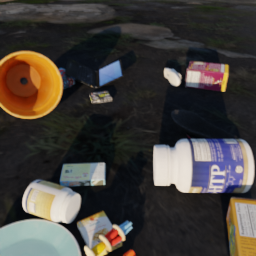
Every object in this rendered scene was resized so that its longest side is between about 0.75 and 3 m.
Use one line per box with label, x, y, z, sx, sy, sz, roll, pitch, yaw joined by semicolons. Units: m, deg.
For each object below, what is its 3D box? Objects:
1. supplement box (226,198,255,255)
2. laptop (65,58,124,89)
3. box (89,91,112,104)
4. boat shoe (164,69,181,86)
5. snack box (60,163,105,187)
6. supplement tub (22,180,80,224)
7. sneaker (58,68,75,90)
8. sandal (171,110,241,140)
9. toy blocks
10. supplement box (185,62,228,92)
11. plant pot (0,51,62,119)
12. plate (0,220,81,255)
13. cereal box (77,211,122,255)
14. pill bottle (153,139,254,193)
supplement box;2.709;2.817;6.010;0.940;0.909;2.732;6;33;12
laptop;-1.767;-3.202;14.731;2.647;1.367;2.346;23;27;-20
box;-1.306;-1.435;13.187;0.934;0.207;0.748;-9;34;-13
boat shoe;2.462;-2.712;14.855;0.633;0.665;1.847;-7;24;-10
snack box;-1.391;1.449;8.707;1.334;0.248;0.775;-2;33;-2
supplement tub;-1.988;1.941;7.350;1.263;0.912;0.912;12;35;17
sneaker;-3.262;-2.416;14.078;1.090;0.905;2.282;7;34;8
sandal;2.795;0.237;10.383;2.875;0.648;1.080;30;47;16
toy blocks;-0.215;2.749;6.338;1.209;0.439;1.008;-28;61;-32
supplement box;4.007;-2.642;14.290;1.975;1.019;1.293;10;34;15
plant pot;-4.401;-1.944;12.103;2.656;2.656;2.431;-14;20;-21
plate;-2.310;3.132;6.037;2.607;0.333;2.607;1;33;-1
cereal box;-0.722;2.625;6.930;0.758;0.208;1.054;-18;37;-25
pill bottle;2.053;1.091;8.093;2.579;1.544;1.544;0;33;2
